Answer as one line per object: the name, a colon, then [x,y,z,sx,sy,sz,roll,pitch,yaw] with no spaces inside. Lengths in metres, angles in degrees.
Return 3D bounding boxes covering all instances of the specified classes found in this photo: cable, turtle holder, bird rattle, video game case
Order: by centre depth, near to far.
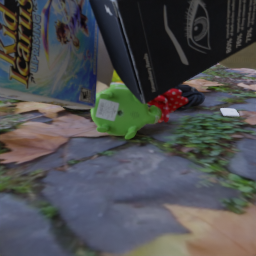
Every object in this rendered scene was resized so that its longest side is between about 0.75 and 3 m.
video game case: [-1.115,-1.450,3.653,0.504,2.218,2.010,1,-2,28]
turtle holder: [-0.067,-0.636,8.084,1.973,1.499,1.401,-14,22,1]
bird rattle: [0.386,-1.465,8.956,2.961,1.668,2.414,35,-7,-31]
cable: [1.641,-1.192,11.094,2.616,0.664,2.134,6,26,9]

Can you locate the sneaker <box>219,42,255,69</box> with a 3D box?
sneaker: [2.852,-2.176,6.748,2.906,1.089,1.228,3,58,-34]

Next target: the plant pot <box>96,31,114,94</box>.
plant pot: [-0.910,-1.544,5.409,1.399,1.238,1.397,25,-7,-18]

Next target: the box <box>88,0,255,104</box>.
box: [0.745,-1.736,4.017,2.319,1.716,1.210,-28,50,-7]

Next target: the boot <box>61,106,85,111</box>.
boot: [-1.556,-1.327,10.775,2.406,0.905,1.799,-17,18,-14]

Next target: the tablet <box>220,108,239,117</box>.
tablet: [3.647,-0.568,10.058,0.538,0.056,0.826,4,21,9]
